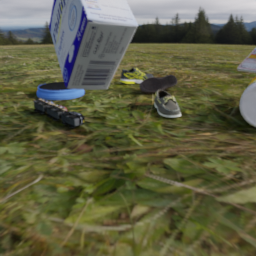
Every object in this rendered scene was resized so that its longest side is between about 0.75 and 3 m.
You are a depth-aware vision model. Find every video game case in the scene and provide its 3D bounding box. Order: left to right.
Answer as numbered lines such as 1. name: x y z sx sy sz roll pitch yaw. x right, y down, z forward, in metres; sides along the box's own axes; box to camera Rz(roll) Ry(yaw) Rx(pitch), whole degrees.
1. video game case: 4.325 -2.271 9.071 1.320 0.115 0.944 -46 35 -11

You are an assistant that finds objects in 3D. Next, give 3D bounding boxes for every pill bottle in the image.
1. pill bottle: 4.941 -1.102 9.842 1.593 1.593 2.825 11 23 27

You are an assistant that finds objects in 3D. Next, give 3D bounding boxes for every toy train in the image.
1. toy train: -2.529 -0.587 10.030 0.685 0.510 2.992 -15 25 -42

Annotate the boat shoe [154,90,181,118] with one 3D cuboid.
1. boat shoe: 1.472 -0.941 10.765 0.764 0.639 2.137 -3 21 -9

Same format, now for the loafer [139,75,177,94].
1. loafer: 1.450 -2.049 13.882 2.129 0.777 0.756 -13 -13 -26

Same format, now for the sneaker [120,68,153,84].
1. sneaker: 0.532 -2.965 15.835 2.059 0.871 0.767 -10 24 -26

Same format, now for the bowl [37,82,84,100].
1. bowl: -3.230 -1.815 13.395 2.233 0.438 2.233 0 20 0

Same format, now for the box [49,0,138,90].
1. box: -1.120 -2.755 7.616 1.345 2.358 2.564 -4 59 -29
